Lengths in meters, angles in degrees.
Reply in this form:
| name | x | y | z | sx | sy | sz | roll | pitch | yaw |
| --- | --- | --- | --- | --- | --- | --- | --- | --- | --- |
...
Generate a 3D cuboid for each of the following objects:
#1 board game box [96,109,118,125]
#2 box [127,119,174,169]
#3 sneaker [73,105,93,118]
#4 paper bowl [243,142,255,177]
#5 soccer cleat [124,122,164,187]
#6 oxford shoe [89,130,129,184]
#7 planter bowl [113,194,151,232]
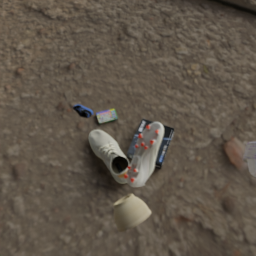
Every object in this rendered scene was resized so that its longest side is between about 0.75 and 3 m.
| name | x | y | z | sx | sy | sz | roll | pitch | yaw |
| --- | --- | --- | --- | --- | --- | --- | --- | --- | --- |
| board game box | -1.030 | -0.551 | 13.585 | 0.926 | 0.135 | 0.623 | -15 | 59 | -10 |
| box | 1.038 | 0.678 | 12.619 | 1.608 | 0.437 | 2.007 | 19 | 59 | 12 |
| sneaker | -1.672 | -0.577 | 9.930 | 0.881 | 0.309 | 0.343 | 18 | 42 | 29 |
| paper bowl | 5.006 | 1.276 | 9.520 | 2.099 | 2.099 | 1.092 | 18 | 83 | 11 |
| soccer cleat | 0.599 | 0.873 | 9.069 | 0.771 | 0.863 | 2.226 | 27 | 95 | 42 |
| oxford shoe | -0.781 | 1.083 | 12.135 | 1.102 | 0.846 | 2.930 | -29 | 60 | -14 |
| planter bowl | 0.017 | 2.192 | 7.458 | 0.998 | 0.998 | 0.672 | -27 | 85 | -16 |
